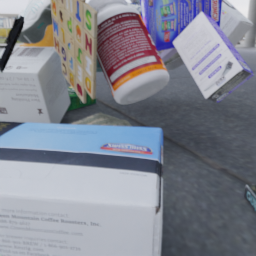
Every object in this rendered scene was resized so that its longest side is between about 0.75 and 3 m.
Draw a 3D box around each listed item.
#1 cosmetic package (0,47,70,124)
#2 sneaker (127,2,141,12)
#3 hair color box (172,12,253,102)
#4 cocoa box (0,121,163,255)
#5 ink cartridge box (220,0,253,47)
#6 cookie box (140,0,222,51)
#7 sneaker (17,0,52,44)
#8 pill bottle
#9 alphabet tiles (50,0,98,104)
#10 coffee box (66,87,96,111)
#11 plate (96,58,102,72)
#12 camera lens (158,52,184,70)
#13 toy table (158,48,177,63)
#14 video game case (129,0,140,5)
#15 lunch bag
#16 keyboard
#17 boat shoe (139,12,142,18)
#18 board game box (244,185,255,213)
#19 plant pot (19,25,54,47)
[{"bbox_3d":[-3.074,-1.194,8.800,1.792,2.174,1.793,3,39,8],"label":"cosmetic package"},{"bbox_3d":[0.283,-4.145,10.113,2.609,1.150,0.982,-24,11,-1],"label":"sneaker"},{"bbox_3d":[2.074,-1.785,7.091,0.656,1.107,2.026,8,51,-42],"label":"hair color box"},{"bbox_3d":[-1.004,1.065,3.438,2.820,1.881,1.851,3,20,7],"label":"cocoa box"},{"bbox_3d":[3.157,-3.817,10.266,0.917,1.581,2.142,-9,55,-39],"label":"ink cartridge box"},{"bbox_3d":[1.570,-3.460,8.361,2.254,1.928,0.847,-12,37,-5],"label":"cookie box"},{"bbox_3d":[-2.321,-3.376,7.868,2.625,1.052,0.923,-17,-15,32],"label":"sneaker"},{"bbox_3d":[-0.116,-2.021,7.029,1.458,2.581,1.458,-23,-9,-4],"label":"pill bottle"},{"bbox_3d":[-1.302,-2.121,6.400,0.094,2.971,2.472,-19,50,-26],"label":"alphabet tiles"},{"bbox_3d":[-2.832,-1.168,11.677,1.659,0.593,2.697,16,25,38],"label":"coffee box"},{"bbox_3d":[-0.814,-2.254,8.279,1.600,1.600,0.205,-4,48,-12],"label":"plate"},{"bbox_3d":[1.710,-3.564,11.567,1.527,1.909,1.527,-32,20,13],"label":"camera lens"},{"bbox_3d":[1.331,-3.109,10.287,1.652,0.967,1.518,-40,-4,-32],"label":"toy table"},{"bbox_3d":[0.412,-5.077,11.268,0.164,1.161,1.285,-30,3,-8],"label":"video game case"},{"bbox_3d":[-0.577,0.311,7.033,1.628,0.957,1.335,20,30,34],"label":"lunch bag"},{"bbox_3d":[-2.587,-1.940,6.261,0.137,1.332,0.847,19,-19,-14],"label":"keyboard"},{"bbox_3d":[0.340,-3.492,9.389,0.374,1.034,0.374,30,-6,-16],"label":"boat shoe"},{"bbox_3d":[3.004,1.585,4.358,1.526,0.318,2.255,0,19,-1],"label":"board game box"},{"bbox_3d":[-2.799,-3.177,10.689,2.383,2.182,2.383,18,5,-1],"label":"plant pot"}]
